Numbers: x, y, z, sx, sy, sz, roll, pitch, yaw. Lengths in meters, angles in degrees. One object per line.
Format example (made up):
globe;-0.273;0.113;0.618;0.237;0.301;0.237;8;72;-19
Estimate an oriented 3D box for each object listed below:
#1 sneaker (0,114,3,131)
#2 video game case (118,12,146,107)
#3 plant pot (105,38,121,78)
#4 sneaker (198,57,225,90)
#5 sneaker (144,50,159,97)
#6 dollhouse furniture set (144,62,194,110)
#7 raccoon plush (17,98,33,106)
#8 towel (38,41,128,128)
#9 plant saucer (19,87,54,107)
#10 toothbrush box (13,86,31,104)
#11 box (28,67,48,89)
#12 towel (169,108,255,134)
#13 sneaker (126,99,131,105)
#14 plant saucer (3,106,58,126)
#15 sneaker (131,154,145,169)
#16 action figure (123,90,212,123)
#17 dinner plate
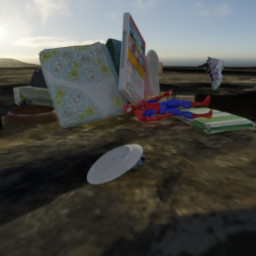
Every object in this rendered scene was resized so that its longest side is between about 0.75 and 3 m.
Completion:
sneaker;-4.519;-0.157;8.633;0.933;0.792;2.150;-4;16;-10
video game case;0.198;-2.222;9.726;0.242;2.772;1.982;-2;-16;20
plant pot;-0.213;-2.576;11.146;1.233;1.831;1.831;-2;15;-20
sneaker;2.420;-1.661;8.351;0.738;1.056;0.410;19;-26;-5
sneaker;0.709;-2.169;11.371;0.997;1.908;0.718;-8;-10;44
dollhouse furniture set;1.561;-1.791;11.826;2.519;2.227;1.400;2;16;9
raccoon plush;-4.963;-1.334;13.658;0.908;0.439;0.608;-6;9;-19
towel;-1.535;-1.564;9.652;2.471;2.887;0.695;-16;-13;-24
plant saucer;-3.388;-1.254;12.181;2.619;0.657;2.619;7;1;0
toothbrush box;-5.119;-1.651;14.032;0.463;0.783;1.076;10;19;33
box;-3.721;-2.264;14.410;1.948;1.014;1.774;29;17;1
towel;2.883;-0.322;10.181;2.051;0.314;2.689;-7;16;-23
sneaker;-0.267;-1.059;12.817;1.062;0.416;0.613;-16;27;-11
plant saucer;-3.668;-0.534;10.814;2.178;0.375;2.178;-1;15;0
sneaker;0.190;0.710;6.500;0.410;0.340;0.859;7;24;-3
action figure;1.269;-0.667;9.274;2.866;0.938;0.741;-3;-26;5
dinner plate;-0.304;0.679;5.730;1.299;0.158;1.299;-25;19;9
